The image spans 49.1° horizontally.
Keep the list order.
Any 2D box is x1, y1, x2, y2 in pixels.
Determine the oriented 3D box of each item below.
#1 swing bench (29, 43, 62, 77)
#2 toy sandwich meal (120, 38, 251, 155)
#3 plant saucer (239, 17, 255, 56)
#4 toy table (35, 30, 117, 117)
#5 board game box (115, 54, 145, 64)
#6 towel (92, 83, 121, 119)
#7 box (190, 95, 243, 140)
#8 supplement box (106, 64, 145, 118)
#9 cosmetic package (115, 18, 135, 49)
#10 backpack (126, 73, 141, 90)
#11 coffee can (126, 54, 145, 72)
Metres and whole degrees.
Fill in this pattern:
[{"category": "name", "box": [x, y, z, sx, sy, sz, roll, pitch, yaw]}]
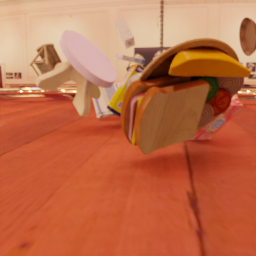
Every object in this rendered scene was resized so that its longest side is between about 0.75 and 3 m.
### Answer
[{"category": "swing bench", "box": [-3.193, -2.531, 11.102, 0.740, 1.141, 1.135, 0, -32, 11]}, {"category": "toy sandwich meal", "box": [1.261, -0.524, 5.917, 2.928, 2.928, 1.003, -4, 42, -21]}, {"category": "plant saucer", "box": [3.102, -2.323, 7.132, 0.177, 0.965, 0.965, -10, 10, 2]}, {"category": "toy table", "box": [-1.691, -1.879, 9.709, 2.595, 1.653, 2.823, 15, 35, -37]}, {"category": "board game box", "box": [0.067, -2.623, 10.665, 0.901, 0.196, 0.905, 7, 14, -21]}, {"category": "towel", "box": [-0.413, -1.356, 13.089, 2.556, 0.304, 1.877, -10, 57, -16]}, {"category": "box", "box": [2.397, -0.415, 8.227, 0.850, 1.657, 0.785, 0, 54, -26]}, {"category": "supplement box", "box": [0.175, -1.309, 10.845, 1.113, 2.033, 1.106, 30, 4, -13]}, {"category": "cosmetic package", "box": [-0.121, -3.511, 10.393, 0.396, 0.976, 0.551, -23, -17, -2]}, {"category": "backpack", "box": [0.718, -1.143, 9.205, 1.541, 1.182, 1.355, 3, -29, -12]}, {"category": "coffee can", "box": [0.339, -2.787, 12.344, 0.580, 0.793, 0.580, 23, -26, 12]}]
